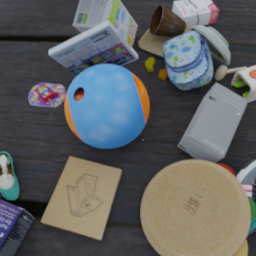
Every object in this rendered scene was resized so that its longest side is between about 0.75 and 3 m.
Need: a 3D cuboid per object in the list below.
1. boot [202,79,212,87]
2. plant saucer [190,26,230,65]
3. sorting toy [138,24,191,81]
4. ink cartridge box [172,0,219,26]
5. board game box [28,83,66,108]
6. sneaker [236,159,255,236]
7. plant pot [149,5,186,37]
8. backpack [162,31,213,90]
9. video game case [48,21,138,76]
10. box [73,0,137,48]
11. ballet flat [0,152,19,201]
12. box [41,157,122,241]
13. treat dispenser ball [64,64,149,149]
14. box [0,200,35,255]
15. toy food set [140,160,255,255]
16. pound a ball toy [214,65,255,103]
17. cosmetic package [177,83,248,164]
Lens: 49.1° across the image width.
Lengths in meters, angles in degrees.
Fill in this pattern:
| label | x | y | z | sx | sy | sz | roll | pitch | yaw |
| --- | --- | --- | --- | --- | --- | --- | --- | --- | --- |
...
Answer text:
| label | x | y | z | sx | sy | sz | roll | pitch | yaw |
| --- | --- | --- | --- | --- | --- | --- | --- | --- | --- |
| boot | 2.443 | -1.971 | 10.392 | 1.269 | 0.467 | 0.479 | 37 | 63 | 23 |
| plant saucer | 3.086 | -3.098 | 10.097 | 0.488 | 1.945 | 1.945 | -44 | 62 | 14 |
| sorting toy | 1.574 | -3.210 | 11.300 | 2.208 | 0.397 | 2.964 | 29 | 68 | 17 |
| ink cartridge box | 2.898 | -5.048 | 12.270 | 1.644 | 0.681 | 1.205 | -14 | 58 | -9 |
| board game box | -2.937 | -1.270 | 10.072 | 1.354 | 0.264 | 1.070 | 5 | 57 | 3 |
| sneaker | 3.284 | 2.021 | 7.480 | 1.411 | 0.977 | 2.337 | 36 | 72 | 26 |
| plant pot | 1.609 | -4.044 | 10.962 | 1.196 | 1.118 | 1.118 | 11 | 55 | -20 |
| backpack | 2.044 | -2.319 | 9.780 | 1.638 | 1.316 | 1.790 | -16 | 71 | 23 |
| video game case | -0.969 | -2.163 | 8.266 | 2.000 | 1.822 | 0.230 | -19 | 67 | 21 |
| box | -0.728 | -3.699 | 10.135 | 1.198 | 2.364 | 1.330 | 14 | 86 | 24 |
| ballet flat | -3.590 | 1.362 | 8.184 | 0.533 | 0.558 | 1.584 | -18 | 59 | -13 |
| box | -1.255 | 1.932 | 7.999 | 1.705 | 0.222 | 2.086 | 13 | 56 | 8 |
| treat dispenser ball | -0.625 | -0.620 | 8.357 | 2.505 | 2.505 | 2.505 | 0 | 57 | 0 |
| box | -3.486 | 2.769 | 7.010 | 1.341 | 0.945 | 1.812 | 16 | 58 | 14 |
| toy food set | 1.729 | 2.102 | 7.257 | 2.871 | 0.698 | 2.842 | 9 | 62 | 28 |
| pound a ball toy | 4.627 | -1.999 | 10.082 | 2.459 | 1.045 | 1.604 | -19 | 59 | -12 |
| cosmetic package | 2.652 | -0.114 | 8.766 | 1.244 | 1.050 | 2.329 | 30 | 60 | 3 |
